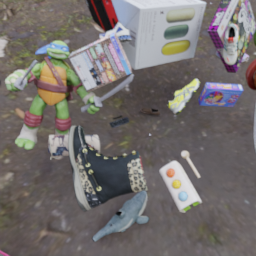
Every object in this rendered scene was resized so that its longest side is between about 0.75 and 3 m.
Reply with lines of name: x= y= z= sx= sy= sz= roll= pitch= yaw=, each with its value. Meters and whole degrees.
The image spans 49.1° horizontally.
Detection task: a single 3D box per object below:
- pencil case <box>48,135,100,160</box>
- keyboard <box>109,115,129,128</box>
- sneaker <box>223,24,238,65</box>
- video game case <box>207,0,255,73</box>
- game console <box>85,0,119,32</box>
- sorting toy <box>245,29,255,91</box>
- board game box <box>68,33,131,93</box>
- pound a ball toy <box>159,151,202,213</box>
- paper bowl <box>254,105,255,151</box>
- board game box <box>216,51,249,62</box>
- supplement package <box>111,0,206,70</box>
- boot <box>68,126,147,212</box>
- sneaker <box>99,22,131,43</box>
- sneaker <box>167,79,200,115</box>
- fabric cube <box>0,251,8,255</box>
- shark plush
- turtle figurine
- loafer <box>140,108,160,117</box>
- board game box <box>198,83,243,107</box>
pencil case: x=-1.430 y=0.508 z=7.601 sx=1.428 sy=0.639 sz=0.555 roll=0 pitch=7 yaw=-20
keyboard: x=-0.367 y=-0.279 z=10.829 sx=0.773 sy=0.080 sz=0.491 roll=-19 pitch=51 yaw=-18
sneaker: x=2.638 y=-2.155 z=7.253 sx=0.368 sy=1.047 sz=0.489 roll=7 pitch=16 yaw=25
video game case: x=3.682 y=-3.446 z=9.722 sx=0.421 sy=2.349 sz=2.129 roll=18 pitch=76 yaw=41
game console: x=-0.942 y=-3.956 z=9.072 sx=0.320 sy=2.063 sz=1.825 roll=-35 pitch=56 yaw=-6
sorting toy: x=4.509 y=-2.123 z=8.324 sx=1.496 sy=2.489 sz=1.022 roll=-9 pitch=38 yaw=-12
board game box: x=-0.690 y=-1.655 z=7.105 sx=1.265 sy=1.009 sz=0.613 roll=-22 pitch=25 yaw=9
pound a ball toy: x=1.314 y=1.234 z=6.743 sx=0.846 sy=0.551 sz=1.298 roll=-35 pitch=55 yaw=14
paper bowl: x=4.142 y=-0.538 z=7.067 sx=1.420 sy=2.731 sz=2.731 roll=5 pitch=47 yaw=15
board game box: x=5.079 y=-3.537 z=13.678 sx=1.105 sy=0.227 sz=1.102 roll=-21 pitch=51 yaw=-18
supplement package: x=0.926 y=-3.647 z=10.113 sx=2.702 sy=2.050 sz=2.035 roll=-17 pitch=43 yaw=-27
boot: x=-0.519 y=0.749 z=6.619 sx=1.606 sy=0.767 sz=2.126 roll=-16 pitch=61 yaw=3
sneaker: x=-0.403 y=-2.953 z=8.694 sx=0.978 sy=0.395 sz=0.565 roll=-3 pitch=87 yaw=-3
sneaker: x=1.292 y=-0.780 z=6.469 sx=0.376 sy=0.372 sz=0.985 roll=37 pitch=78 yaw=9
fabric cube: x=-3.106 y=3.810 z=5.692 sx=2.166 sy=2.201 sz=2.208 roll=20 pitch=51 yaw=16
shark plush: x=-0.249 y=2.449 z=7.871 sx=1.870 sy=0.779 sz=0.850 roll=-21 pitch=51 yaw=-18
turtle figurine: x=-1.927 y=-0.597 z=7.182 sx=2.995 sy=2.904 sz=2.155 roll=34 pitch=29 yaw=33
loafer: x=0.868 y=-0.674 z=11.040 sx=0.811 sy=0.288 sz=0.296 roll=7 pitch=48 yaw=7
board game box: x=2.042 y=-0.724 z=6.225 sx=0.804 sy=0.540 sz=0.180 roll=2 pitch=52 yaw=-8
